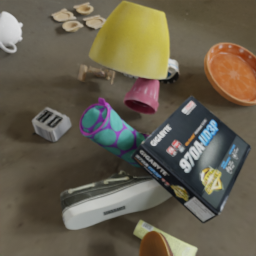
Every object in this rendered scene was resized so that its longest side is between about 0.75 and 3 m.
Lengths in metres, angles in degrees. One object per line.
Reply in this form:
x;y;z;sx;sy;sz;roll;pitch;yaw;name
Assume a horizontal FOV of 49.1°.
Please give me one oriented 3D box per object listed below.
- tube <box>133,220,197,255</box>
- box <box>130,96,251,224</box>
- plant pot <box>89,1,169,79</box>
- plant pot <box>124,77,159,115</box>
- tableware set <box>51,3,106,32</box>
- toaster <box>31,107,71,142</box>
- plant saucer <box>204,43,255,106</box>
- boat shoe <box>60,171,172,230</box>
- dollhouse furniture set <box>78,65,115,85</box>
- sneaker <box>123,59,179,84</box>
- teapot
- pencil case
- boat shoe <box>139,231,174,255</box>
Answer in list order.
0.827;2.673;6.493;1.453;0.377;0.422;25;94;16;tube
1.733;0.614;7.135;2.249;0.651;2.830;42;46;9;box
0.212;-2.672;8.266;2.445;1.735;2.445;13;23;-6;plant pot
0.516;-1.084;8.929;1.100;1.100;0.984;16;75;13;plant pot
-2.312;-5.184;13.221;2.070;0.288;2.479;-24;54;-19;tableware set
-2.399;-0.084;8.670;0.879;0.577;0.973;25;54;21;toaster
3.792;-1.878;9.858;2.533;0.409;2.533;8;62;-16;plant saucer
-0.174;1.542;6.919;2.988;1.056;0.951;-12;50;-14;boat shoe
-1.116;-1.883;10.312;1.247;0.647;0.552;12;90;10;dollhouse furniture set
0.714;-2.418;10.565;2.522;0.945;1.093;17;45;3;sneaker
-4.977;-3.923;11.627;1.480;1.095;1.500;26;89;55;teapot
-0.197;0.212;7.389;0.946;2.222;1.027;21;79;47;pencil case
0.756;3.217;5.686;0.742;0.741;2.109;-26;54;27;boat shoe
